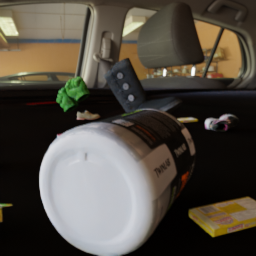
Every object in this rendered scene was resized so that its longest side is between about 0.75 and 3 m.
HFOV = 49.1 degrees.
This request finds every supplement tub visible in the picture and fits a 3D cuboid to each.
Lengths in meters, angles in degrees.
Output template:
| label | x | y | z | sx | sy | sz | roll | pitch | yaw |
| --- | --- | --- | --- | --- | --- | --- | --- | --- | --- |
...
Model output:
| label | x | y | z | sx | sy | sz | roll | pitch | yaw |
| --- | --- | --- | --- | --- | --- | --- | --- | --- | --- |
| supplement tub | 0.102 | 0.606 | 4.637 | 1.732 | 1.732 | 2.827 | 5 | 12 | 25 |

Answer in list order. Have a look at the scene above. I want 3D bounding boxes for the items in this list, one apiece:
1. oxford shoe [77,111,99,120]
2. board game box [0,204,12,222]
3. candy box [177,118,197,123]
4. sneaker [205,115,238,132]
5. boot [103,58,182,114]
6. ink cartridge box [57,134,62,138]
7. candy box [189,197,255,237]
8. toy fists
| label | x | y | z | sx | sy | sz | roll | pitch | yaw |
| --- | --- | --- | --- | --- | --- | --- | --- | --- | --- |
| oxford shoe | -2.081 | -0.662 | 14.673 | 1.177 | 0.435 | 0.417 | -3 | 11 | -16 |
| board game box | -2.722 | 1.293 | 3.694 | 0.989 | 0.310 | 2.069 | -13 | -6 | 43 |
| candy box | 2.878 | -0.377 | 13.983 | 1.037 | 0.137 | 0.530 | -4 | 14 | -19 |
| sneaker | 4.014 | -0.098 | 11.686 | 1.578 | 0.634 | 0.681 | -13 | 25 | -19 |
| boot | 0.349 | -1.042 | 7.407 | 1.514 | 1.836 | 0.603 | -30 | -12 | 20 |
| ink cartridge box | -1.598 | 0.477 | 8.322 | 0.820 | 0.593 | 0.596 | -8 | 14 | -36 |
| candy box | 1.704 | 1.415 | 4.554 | 1.276 | 0.168 | 0.652 | -4 | 14 | -20 |
| toy fists | -2.441 | -1.465 | 12.033 | 0.652 | 0.966 | 1.896 | -16 | -13 | -46 |
